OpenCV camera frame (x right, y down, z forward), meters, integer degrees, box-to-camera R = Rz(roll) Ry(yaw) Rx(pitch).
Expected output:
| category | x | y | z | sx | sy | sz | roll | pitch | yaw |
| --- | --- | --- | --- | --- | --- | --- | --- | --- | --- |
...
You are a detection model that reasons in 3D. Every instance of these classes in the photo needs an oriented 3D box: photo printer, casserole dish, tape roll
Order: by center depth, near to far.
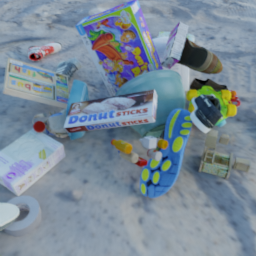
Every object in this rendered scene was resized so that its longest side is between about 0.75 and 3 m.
| category | x | y | z | sx | sy | sz | roll | pitch | yaw |
| --- | --- | --- | --- | --- | --- | --- | --- | --- | --- |
| tape roll | -2.611 | 2.130 | 6.809 | 0.942 | 0.311 | 0.942 | -1 | 42 | 1 |
| casserole dish | -1.573 | -0.610 | 9.039 | 0.433 | 1.351 | 2.231 | 0 | 42 | 0 |
| photo printer | 1.443 | -2.339 | 10.450 | 1.680 | 2.019 | 0.701 | -3 | 10 | -3 |

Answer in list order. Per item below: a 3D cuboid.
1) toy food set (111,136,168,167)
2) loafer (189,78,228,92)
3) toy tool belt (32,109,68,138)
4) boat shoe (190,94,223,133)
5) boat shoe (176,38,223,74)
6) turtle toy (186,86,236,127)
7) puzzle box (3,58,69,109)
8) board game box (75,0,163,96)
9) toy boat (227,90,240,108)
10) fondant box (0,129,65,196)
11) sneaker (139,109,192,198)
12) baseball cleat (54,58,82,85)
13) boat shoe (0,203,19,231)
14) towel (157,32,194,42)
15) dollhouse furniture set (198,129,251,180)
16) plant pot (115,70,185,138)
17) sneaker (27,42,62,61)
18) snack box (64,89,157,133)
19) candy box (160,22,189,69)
| category | x | y | z | sx | sy | sz | roll | pitch | yaw |
| --- | --- | --- | --- | --- | --- | --- | --- | --- | --- |
| toy food set | 0.257 | 0.491 | 6.446 | 1.298 | 0.620 | 0.584 | -9 | 19 | -37 |
| loafer | 3.116 | -1.599 | 10.742 | 1.464 | 0.522 | 0.534 | 8 | 43 | 9 |
| toy tool belt | -2.276 | -0.114 | 8.889 | 1.513 | 0.945 | 0.930 | -15 | 0 | -24 |
| boat shoe | 2.109 | -0.506 | 7.267 | 0.815 | 0.650 | 2.154 | 43 | 25 | -7 |
| boat shoe | 2.111 | -2.250 | 9.032 | 0.820 | 0.868 | 2.413 | 19 | 24 | -28 |
| turtle toy | 2.658 | -0.725 | 9.406 | 1.481 | 1.027 | 2.033 | 2 | 42 | 2 |
| puzzle box | -3.063 | -1.493 | 9.520 | 2.141 | 0.272 | 1.425 | 13 | 50 | -32 |
| board game box | -0.124 | -2.368 | 9.255 | 2.014 | 2.996 | 0.671 | -8 | 36 | 29 |
| toy boat | 3.801 | -1.131 | 10.227 | 0.520 | 0.521 | 0.797 | -1 | 43 | -2 |
| fondant box | -2.903 | 0.902 | 8.000 | 1.292 | 0.522 | 1.791 | 25 | 49 | 26 |
| sneaker | 1.086 | 0.720 | 7.436 | 0.880 | 1.028 | 2.481 | 22 | 82 | 16 |
| baseball cleat | -2.413 | -2.212 | 11.086 | 1.119 | 0.733 | 2.103 | -25 | 41 | 15 |
| boat shoe | -3.359 | 2.255 | 6.031 | 0.733 | 0.622 | 2.013 | 32 | 33 | 34 |
| towel | 2.285 | -4.205 | 13.669 | 1.842 | 0.443 | 1.576 | 9 | 44 | 9 |
| dollhouse furniture set | 2.715 | 0.802 | 7.622 | 1.331 | 1.177 | 0.740 | 13 | 45 | 15 |
| plant pot | 0.826 | -0.547 | 8.653 | 2.207 | 2.207 | 1.478 | -13 | 71 | -14 |
| sneaker | -3.800 | -3.449 | 12.792 | 1.559 | 0.521 | 0.835 | -10 | 44 | -5 |
| snack box | -0.479 | -0.414 | 7.359 | 2.471 | 0.300 | 0.888 | -7 | 53 | 21 |
| candy box | 1.470 | -2.586 | 8.873 | 0.374 | 0.836 | 1.226 | 20 | 80 | -10 |
